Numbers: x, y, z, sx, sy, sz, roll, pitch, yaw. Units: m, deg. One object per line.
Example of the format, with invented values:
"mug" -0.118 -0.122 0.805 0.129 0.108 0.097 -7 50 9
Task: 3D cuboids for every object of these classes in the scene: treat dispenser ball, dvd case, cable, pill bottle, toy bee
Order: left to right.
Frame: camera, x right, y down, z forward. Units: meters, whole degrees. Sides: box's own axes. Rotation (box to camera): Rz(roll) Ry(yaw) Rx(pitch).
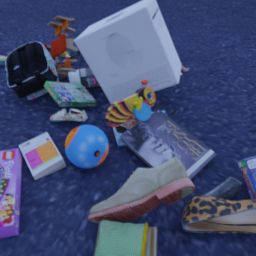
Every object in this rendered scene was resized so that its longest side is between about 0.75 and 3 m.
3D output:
"cable" -2.507 -3.145 12.486 0.326 0.629 1.295 -12 9 43
"pill bottle" -1.588 -1.908 10.750 1.299 0.756 0.756 -9 41 -5
"treat dispenser ball" -1.112 0.503 7.543 1.165 1.165 1.165 0 41 0
"toy bee" 0.311 -0.820 8.640 2.243 1.219 1.468 -17 9 -38
"dvd case" 1.124 0.528 8.026 1.692 0.182 2.276 -34 62 -28

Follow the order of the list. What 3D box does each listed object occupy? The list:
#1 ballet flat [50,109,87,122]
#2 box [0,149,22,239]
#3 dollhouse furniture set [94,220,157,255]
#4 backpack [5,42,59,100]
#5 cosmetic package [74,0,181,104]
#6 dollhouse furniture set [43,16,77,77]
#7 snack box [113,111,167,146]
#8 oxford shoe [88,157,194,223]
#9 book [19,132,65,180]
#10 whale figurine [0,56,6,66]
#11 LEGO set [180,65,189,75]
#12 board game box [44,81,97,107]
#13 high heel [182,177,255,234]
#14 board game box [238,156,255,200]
"ballet flat" -1.934 -0.427 9.109 1.228 0.393 0.464 1 21 -1
"box" -3.563 1.619 6.891 1.675 0.478 2.447 -10 42 -11
"dollhouse furniture set" -0.058 2.449 5.038 1.193 0.914 1.822 6 51 0
"backpack" -3.486 -2.110 10.174 1.724 1.462 1.942 -25 62 1
"cosmetic package" 0.108 -2.495 9.417 2.572 2.580 1.586 -15 30 25
"dollhouse furniture set" -3.002 -3.137 11.267 1.097 2.129 2.106 -2 -3 -40
"snack box" 0.455 -0.020 8.925 1.821 0.338 1.058 -9 41 -10
"oxford shoe" 0.205 1.469 6.384 2.468 0.873 0.911 -22 56 5
"book" -2.492 0.765 8.018 0.918 0.330 1.374 -27 47 -18
"whale figurine" -5.465 -2.951 12.397 0.606 0.395 0.762 24 22 31
"LEGO set" 2.130 -2.570 11.744 0.701 0.230 0.939 44 39 9
"board game box" -1.929 -1.134 9.574 1.589 0.231 1.070 -5 46 -52
"high heel" 2.651 2.092 5.715 2.088 1.046 2.928 -22 26 -34
"board game box" 3.774 1.182 7.050 1.763 0.304 1.193 -11 75 -15
